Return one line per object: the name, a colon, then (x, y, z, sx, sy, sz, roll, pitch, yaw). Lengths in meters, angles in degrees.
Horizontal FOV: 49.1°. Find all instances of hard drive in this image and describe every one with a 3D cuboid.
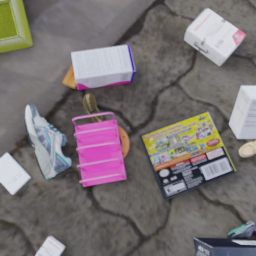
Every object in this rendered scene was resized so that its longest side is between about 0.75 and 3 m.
hard drive: (-3.921, 1.518, 9.297, 1.180, 0.155, 0.778, 43, 79, 11)

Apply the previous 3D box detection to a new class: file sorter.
file sorter: (-0.939, 0.682, 8.827, 1.416, 1.278, 2.038, -10, 76, -2)

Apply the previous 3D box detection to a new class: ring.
ring: (-0.691, 0.566, 9.579, 1.464, 0.140, 1.464, 0, 75, 0)

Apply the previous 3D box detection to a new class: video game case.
video game case: (1.945, 0.871, 9.394, 2.561, 0.327, 2.314, -20, 76, -5)

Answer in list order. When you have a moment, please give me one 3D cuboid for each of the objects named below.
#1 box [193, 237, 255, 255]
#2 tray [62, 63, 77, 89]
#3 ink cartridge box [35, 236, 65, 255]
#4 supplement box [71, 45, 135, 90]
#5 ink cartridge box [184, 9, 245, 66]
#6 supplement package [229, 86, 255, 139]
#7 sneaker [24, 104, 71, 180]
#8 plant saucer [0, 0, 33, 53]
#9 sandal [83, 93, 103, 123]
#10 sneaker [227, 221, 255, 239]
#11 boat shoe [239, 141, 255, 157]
box: (3.435, 4.540, 7.561, 2.986, 1.554, 2.719, 3, 77, -5)
tray: (-1.945, -1.967, 10.255, 0.504, 0.189, 1.021, 22, 75, 6)
ink cartridge box: (-2.408, 3.837, 8.559, 0.593, 0.335, 0.808, 33, 77, 9)
supplement box: (-0.875, -2.073, 9.746, 2.012, 1.018, 1.040, -11, 78, -8)
ink cartridge box: (3.150, -3.346, 10.347, 1.752, 0.743, 1.276, 41, 78, 9)
supplement package: (3.205, -0.393, 7.276, 0.674, 1.231, 0.700, 0, 38, -5)
sneaker: (-2.700, 0.357, 9.349, 1.122, 1.008, 2.598, -18, 78, -23)
plant saucer: (-4.754, -3.816, 10.280, 1.986, 0.476, 1.989, -13, 95, -3)
sandal: (-1.240, -0.652, 9.855, 0.456, 0.307, 1.136, -26, 91, -4)
sneaker: (3.584, 3.308, 8.708, 0.975, 0.363, 0.427, -25, 81, -7)
boat shoe: (4.316, 0.623, 9.413, 1.193, 0.413, 0.440, -24, 76, -6)
